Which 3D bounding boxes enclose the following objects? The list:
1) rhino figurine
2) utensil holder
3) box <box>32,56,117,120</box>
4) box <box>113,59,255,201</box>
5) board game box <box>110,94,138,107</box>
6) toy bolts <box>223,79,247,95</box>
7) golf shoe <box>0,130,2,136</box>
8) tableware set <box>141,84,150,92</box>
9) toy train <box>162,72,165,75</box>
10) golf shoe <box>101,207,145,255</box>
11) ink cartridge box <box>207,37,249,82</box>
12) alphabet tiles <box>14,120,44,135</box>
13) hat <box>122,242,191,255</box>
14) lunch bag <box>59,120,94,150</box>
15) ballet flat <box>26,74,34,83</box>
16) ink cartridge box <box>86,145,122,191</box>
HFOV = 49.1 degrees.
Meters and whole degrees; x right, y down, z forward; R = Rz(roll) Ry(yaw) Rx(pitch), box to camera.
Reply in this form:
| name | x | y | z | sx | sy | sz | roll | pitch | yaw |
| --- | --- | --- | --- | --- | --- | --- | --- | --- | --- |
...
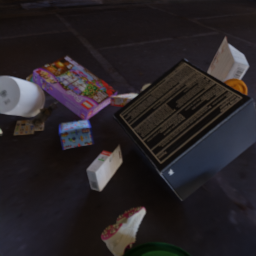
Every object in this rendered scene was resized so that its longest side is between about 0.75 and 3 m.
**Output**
| name | x | y | z | sx | sy | sz | roll | pitch | yaw |
| --- | --- | --- | --- | --- | --- | --- | --- | --- | --- |
| rhino figurine | -2.796 | -0.495 | 9.470 | 0.364 | 0.533 | 1.218 | 44 | 82 | 2 |
| utensil holder | -3.732 | -1.032 | 9.402 | 1.276 | 1.276 | 1.501 | 8 | 0 | 11 |
| box | -1.979 | -1.579 | 10.590 | 2.660 | 0.520 | 1.820 | 36 | 47 | 11 |
| box | 1.459 | -0.044 | 7.430 | 2.655 | 1.636 | 2.633 | -39 | 42 | 0 |
| board game box | 0.257 | -0.992 | 10.143 | 1.127 | 0.344 | 1.487 | -15 | 19 | -41 |
| toy bolts | 3.440 | -0.587 | 9.101 | 1.901 | 1.816 | 1.319 | 23 | 14 | 2 |
| golf shoe | -4.451 | -0.014 | 9.285 | 0.353 | 0.403 | 0.914 | -21 | 41 | -28 |
| tableware set | 1.778 | -1.451 | 11.175 | 2.601 | 0.521 | 1.719 | 6 | 35 | 8 |
| toy train | 1.999 | -2.026 | 11.845 | 1.181 | 0.271 | 0.201 | 22 | 24 | 0 |
| golf shoe | -0.018 | 2.218 | 6.088 | 0.505 | 0.614 | 1.342 | -25 | 1 | 42 |
| ink cartridge box | 3.669 | -2.139 | 10.804 | 0.582 | 1.970 | 2.460 | 18 | 39 | -2 |
| alphabet tiles | -3.367 | -0.034 | 9.571 | 0.930 | 0.035 | 0.777 | -4 | 38 | -8 |
| hat | 0.652 | 2.323 | 4.458 | 1.976 | 2.100 | 2.386 | -12 | 37 | -16 |
| lunch bag | -1.716 | 0.051 | 9.087 | 0.989 | 0.618 | 1.314 | -10 | 29 | -9 |
| ballet flat | -3.973 | -1.806 | 11.151 | 0.326 | 0.354 | 1.033 | 16 | 68 | 9 |
| ink cartridge box | -0.603 | 1.016 | 7.508 | 0.312 | 0.676 | 1.240 | 11 | 38 | 25 |
